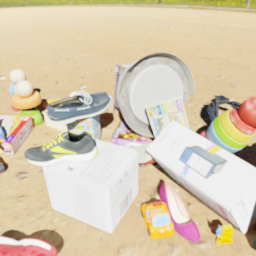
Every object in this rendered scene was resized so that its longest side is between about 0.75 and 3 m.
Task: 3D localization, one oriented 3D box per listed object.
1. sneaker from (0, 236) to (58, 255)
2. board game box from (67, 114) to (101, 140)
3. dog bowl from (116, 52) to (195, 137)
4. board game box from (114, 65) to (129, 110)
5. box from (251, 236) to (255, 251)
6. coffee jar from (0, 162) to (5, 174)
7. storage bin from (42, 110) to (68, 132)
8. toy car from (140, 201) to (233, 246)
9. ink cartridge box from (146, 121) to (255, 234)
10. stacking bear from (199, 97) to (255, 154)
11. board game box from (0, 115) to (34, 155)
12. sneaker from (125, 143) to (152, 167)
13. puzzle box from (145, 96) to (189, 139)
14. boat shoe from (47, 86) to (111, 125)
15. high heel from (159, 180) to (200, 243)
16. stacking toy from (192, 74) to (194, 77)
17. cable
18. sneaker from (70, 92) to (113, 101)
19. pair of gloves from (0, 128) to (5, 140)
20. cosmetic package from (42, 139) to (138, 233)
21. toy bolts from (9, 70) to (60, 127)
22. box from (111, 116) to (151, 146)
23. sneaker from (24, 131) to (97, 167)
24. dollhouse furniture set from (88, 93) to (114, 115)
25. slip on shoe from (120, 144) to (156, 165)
[{"bbox_3d":[-2.380,2.906,5.935,1.665,0.652,0.962,-4,37,17],"label":"sneaker"},{"bbox_3d":[-1.497,-0.111,9.532,0.882,1.712,0.898,6,47,5],"label":"board game box"},{"bbox_3d":[0.901,-1.168,9.861,2.904,2.904,0.852,-12,18,-19],"label":"dog bowl"},{"bbox_3d":[0.340,-1.519,11.394,1.138,1.873,2.350,-3,17,-21],"label":"board game box"},{"bbox_3d":[4.088,1.593,5.912,1.689,2.717,2.018,26,40,37],"label":"box"},{"bbox_3d":[-4.236,1.193,8.932,0.392,0.321,0.751,-17,34,-38],"label":"coffee jar"},{"bbox_3d":[-2.555,-0.471,11.459,1.258,0.594,1.267,18,35,28],"label":"storage bin"},{"bbox_3d":[1.410,2.167,6.905,2.223,0.740,1.091,1,31,4],"label":"toy car"},{"bbox_3d":[2.004,1.212,7.146,1.153,1.915,2.635,-47,46,-6],"label":"ink cartridge box"},{"bbox_3d":[3.358,-0.010,8.590,1.328,2.335,1.418,37,45,2],"label":"stacking bear"},{"bbox_3d":[-5.031,0.192,10.365,2.412,0.559,1.827,3,31,4],"label":"board game box"},{"bbox_3d":[0.663,0.938,9.051,1.762,0.692,0.786,-5,46,21],"label":"sneaker"},{"bbox_3d":[1.383,-0.073,9.239,1.183,1.778,0.226,-15,23,13],"label":"puzzle box"},{"bbox_3d":[-1.434,-0.741,8.403,2.109,0.652,0.790,-19,47,-26],"label":"boat shoe"},{"bbox_3d":[1.298,2.050,7.048,0.549,0.781,1.629,-10,32,-16],"label":"high heel"},{"bbox_3d":[2.709,-2.993,15.898,1.624,0.382,1.225,-13,33,-20],"label":"stacking toy"},{"bbox_3d":[3.897,-0.576,11.106,1.593,0.496,1.952,37,53,4],"label":"cable"},{"bbox_3d":[-1.695,-1.047,12.324,2.039,0.820,0.902,1,36,11],"label":"sneaker"},{"bbox_3d":[-5.236,0.352,9.424,2.046,0.233,1.645,-18,53,-13],"label":"pair of gloves"},{"bbox_3d":[-0.905,1.388,7.354,1.888,1.570,1.580,14,36,23],"label":"cosmetic package"},{"bbox_3d":[-4.071,-1.536,12.089,2.426,1.762,2.540,-25,39,-36],"label":"toy bolts"},{"bbox_3d":[0.237,0.109,10.678,1.325,0.379,1.936,7,31,11],"label":"box"},{"bbox_3d":[-1.632,0.420,6.749,1.725,0.730,0.642,-7,33,-8],"label":"sneaker"},{"bbox_3d":[-1.180,-0.763,11.315,0.909,1.284,1.397,5,12,10],"label":"dollhouse furniture set"},{"bbox_3d":[0.150,0.869,8.452,1.892,0.701,0.579,-12,-29,44],"label":"slip on shoe"}]
